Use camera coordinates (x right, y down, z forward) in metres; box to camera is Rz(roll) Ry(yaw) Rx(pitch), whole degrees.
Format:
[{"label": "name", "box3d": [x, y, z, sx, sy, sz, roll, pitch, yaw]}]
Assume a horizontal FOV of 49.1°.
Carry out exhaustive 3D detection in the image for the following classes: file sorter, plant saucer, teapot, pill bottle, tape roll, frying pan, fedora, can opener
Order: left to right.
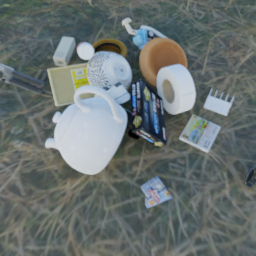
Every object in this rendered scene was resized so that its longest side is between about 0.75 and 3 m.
[{"label": "can opener", "box3d": [-4.701, -2.095, 11.973, 2.418, 0.809, 0.645, 22, 93, -3]}, {"label": "teapot", "box3d": [-1.441, 0.033, 9.130, 2.031, 2.745, 2.781, 29, 92, -17]}, {"label": "pill bottle", "box3d": [-1.617, -2.912, 10.621, 0.611, 0.611, 1.115, -12, 22, -8]}, {"label": "fedora", "box3d": [-0.909, -3.247, 12.726, 1.815, 0.740, 1.815, -3, 62, 6]}, {"label": "plant saucer", "box3d": [1.572, -2.793, 11.940, 2.228, 0.417, 2.228, 1, 86, -18]}, {"label": "tape roll", "box3d": [1.814, -1.474, 10.843, 0.651, 1.860, 1.860, -16, 57, -18]}, {"label": "file sorter", "box3d": [3.694, -1.073, 11.390, 0.984, 0.612, 0.682, 22, 58, 15]}, {"label": "frying pan", "box3d": [4.328, 1.435, 9.522, 0.208, 0.775, 1.281, 29, 87, 50]}]

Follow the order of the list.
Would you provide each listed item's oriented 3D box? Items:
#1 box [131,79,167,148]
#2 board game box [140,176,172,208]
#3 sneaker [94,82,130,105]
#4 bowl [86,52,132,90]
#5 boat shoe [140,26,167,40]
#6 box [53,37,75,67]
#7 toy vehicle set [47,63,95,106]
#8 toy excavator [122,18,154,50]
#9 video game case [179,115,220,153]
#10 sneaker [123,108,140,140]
[{"label": "box", "box3d": [0.752, -0.506, 10.294, 0.478, 1.652, 2.078, -19, 56, 30]}, {"label": "board game box", "box3d": [0.811, 2.106, 8.883, 0.867, 0.867, 0.268, -35, 22, 2]}, {"label": "sneaker", "box3d": [-0.898, -1.176, 10.624, 2.308, 0.817, 0.843, -14, 14, 41]}, {"label": "bowl", "box3d": [-0.539, -2.220, 11.255, 2.066, 0.970, 2.066, 8, 76, -37]}, {"label": "boat shoe", "box3d": [1.300, -4.152, 13.176, 1.825, 0.645, 0.581, 31, 89, 1]}, {"label": "box", "box3d": [-2.973, -3.584, 13.126, 0.610, 0.508, 1.484, 9, 57, 8]}, {"label": "toy vehicle set", "box3d": [-1.897, -1.812, 11.302, 2.368, 0.314, 1.471, -13, 99, -19]}, {"label": "toy excavator", "box3d": [0.419, -4.179, 12.558, 1.357, 0.678, 1.319, -5, 90, -33]}, {"label": "video game case", "box3d": [2.775, 0.197, 10.815, 1.175, 0.148, 1.291, 27, 61, 17]}, {"label": "sneaker", "box3d": [-0.097, -0.196, 10.540, 1.735, 0.649, 0.921, 26, 27, 14]}]
